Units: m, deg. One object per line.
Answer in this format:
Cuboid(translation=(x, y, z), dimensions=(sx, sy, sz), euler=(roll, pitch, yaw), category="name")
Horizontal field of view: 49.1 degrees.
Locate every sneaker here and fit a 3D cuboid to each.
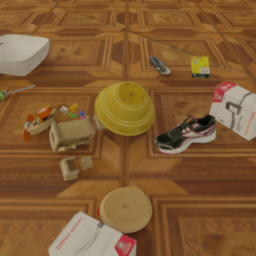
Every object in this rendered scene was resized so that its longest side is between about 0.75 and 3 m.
Cuboid(translation=(1.949, 0.064, 9.478), dimensions=(2.315, 1.000, 0.930), euler=(-18, 42, -20), category="sneaker")

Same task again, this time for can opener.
Cuboid(translation=(1.530, -3.126, 13.685), dimensions=(0.482, 0.609, 1.831), euler=(-12, 37, -13), category="can opener")

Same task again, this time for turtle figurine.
Cuboid(translation=(-5.880, -1.952, 11.125), dimensions=(2.843, 2.046, 2.757), euler=(11, 45, 18), category="turtle figurine")

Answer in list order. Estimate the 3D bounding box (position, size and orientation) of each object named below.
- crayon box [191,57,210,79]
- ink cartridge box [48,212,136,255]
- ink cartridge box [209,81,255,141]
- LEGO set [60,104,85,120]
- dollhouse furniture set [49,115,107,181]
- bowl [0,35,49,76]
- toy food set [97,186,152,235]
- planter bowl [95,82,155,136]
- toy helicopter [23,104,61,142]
Cuboid(translation=(2.209, -1.860, 8.596), dimensions=(0.519, 0.207, 0.817), euler=(4, 52, 7), category="crayon box")
Cuboid(translation=(-0.790, 2.842, 6.382), dimensions=(1.613, 0.673, 1.172), euler=(20, 44, 22), category="ink cartridge box")
Cuboid(translation=(3.966, -0.626, 10.027), dimensions=(0.767, 1.336, 1.840), euler=(-25, 46, -27), category="ink cartridge box")
Cuboid(translation=(-1.810, -0.570, 9.644), dimensions=(0.969, 0.398, 0.370), euler=(29, 48, -1), category="LEGO set")
Cuboid(translation=(-1.322, 0.651, 9.104), dimensions=(2.007, 1.116, 1.775), euler=(-11, 70, -26), category="dollhouse furniture set")
Cuboid(translation=(-5.517, -3.535, 13.760), dimensions=(2.856, 1.068, 2.860), euler=(9, 41, 11), category="bowl")
Cuboid(translation=(-0.086, 2.172, 7.449), dimensions=(1.415, 0.348, 1.429), euler=(-16, 42, -18), category="toy food set")
Cuboid(translation=(0.011, -0.843, 9.054), dimensions=(2.068, 0.861, 2.068), euler=(7, 59, -12), category="planter bowl")
Cuboid(translation=(-3.138, -0.306, 10.122), dimensions=(1.422, 0.848, 2.150), euler=(-31, 25, 3), category="toy helicopter")
